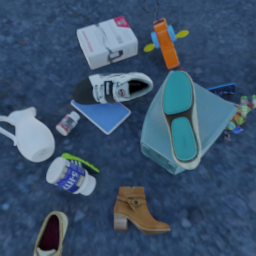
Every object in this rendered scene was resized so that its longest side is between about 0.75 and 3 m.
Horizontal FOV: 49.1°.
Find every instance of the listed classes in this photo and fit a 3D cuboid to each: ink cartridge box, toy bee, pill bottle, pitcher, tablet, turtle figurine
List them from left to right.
[{"bbox_3d":[-3.411,0.238,9.218,1.600,1.131,1.866,-13,55,-42],"label":"pitcher"},{"bbox_3d":[-2.110,-0.170,9.911,0.462,0.462,0.834,32,66,15],"label":"pill bottle"},{"bbox_3d":[-1.711,1.540,8.586,1.360,0.814,0.814,33,61,-31],"label":"pill bottle"},{"bbox_3d":[-1.020,-0.747,10.387,1.963,0.134,1.278,40,70,17],"label":"tablet"},{"bbox_3d":[-0.846,-3.426,11.276,2.048,0.854,1.488,-21,66,-9],"label":"ink cartridge box"},{"bbox_3d":[1.474,-3.695,10.939,1.720,2.627,1.428,2,25,9],"label":"toy bee"},{"bbox_3d":[3.798,-0.755,9.834,1.511,1.122,1.559,-37,76,-23],"label":"turtle figurine"}]

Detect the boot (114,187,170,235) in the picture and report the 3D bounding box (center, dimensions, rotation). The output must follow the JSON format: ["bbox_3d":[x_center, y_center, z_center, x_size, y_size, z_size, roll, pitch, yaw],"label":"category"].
[{"bbox_3d":[0.435,2.511,8.592,1.735,0.665,1.347,2,60,9],"label":"boot"}]

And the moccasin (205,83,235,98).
[{"bbox_3d":[3.351,-1.294,10.363,1.472,0.592,0.502,-13,96,-9],"label":"moccasin"}]

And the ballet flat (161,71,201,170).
[{"bbox_3d":[1.422,-0.204,7.486,0.930,0.860,2.759,-8,64,19],"label":"ballet flat"}]

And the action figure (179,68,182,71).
[{"bbox_3d":[2.321,-1.666,10.726,0.448,0.354,1.371,-33,73,-9],"label":"action figure"}]

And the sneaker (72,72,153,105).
[{"bbox_3d":[-0.514,-1.392,9.831,2.903,1.285,1.075,-14,108,-10],"label":"sneaker"}]

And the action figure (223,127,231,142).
[{"bbox_3d":[3.387,0.162,9.699,0.263,0.757,0.493,-21,21,30],"label":"action figure"}]

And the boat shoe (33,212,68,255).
[{"bbox_3d":[-2.318,3.550,7.915,0.881,0.790,2.381,3,64,2],"label":"boat shoe"}]

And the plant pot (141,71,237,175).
[{"bbox_3d":[1.593,0.109,8.873,2.276,2.270,2.318,34,75,15],"label":"plant pot"}]

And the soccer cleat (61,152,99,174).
[{"bbox_3d":[-1.627,1.289,9.269,1.363,0.460,0.552,24,87,9],"label":"soccer cleat"}]
